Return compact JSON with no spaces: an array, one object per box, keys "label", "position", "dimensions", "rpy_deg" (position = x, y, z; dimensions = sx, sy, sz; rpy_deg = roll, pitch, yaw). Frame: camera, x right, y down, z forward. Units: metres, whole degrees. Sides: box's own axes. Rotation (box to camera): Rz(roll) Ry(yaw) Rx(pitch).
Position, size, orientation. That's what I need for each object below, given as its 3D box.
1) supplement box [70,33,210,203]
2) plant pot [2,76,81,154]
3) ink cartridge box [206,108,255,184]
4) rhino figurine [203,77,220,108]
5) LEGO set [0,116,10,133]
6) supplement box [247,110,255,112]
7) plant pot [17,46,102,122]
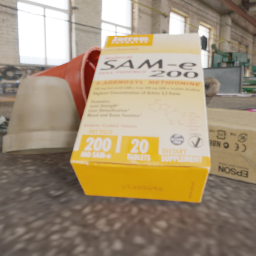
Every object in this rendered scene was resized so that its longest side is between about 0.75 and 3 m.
[{"label":"supplement box","position":[0.311,-0.339,4.640],"dimensions":[1.788,1.043,2.837],"rpy_deg":[1,51,8]},{"label":"plant pot","position":[-1.533,-0.204,5.186],"dimensions":[1.489,1.292,1.489],"rpy_deg":[-5,-8,-1]},{"label":"ink cartridge box","position":[2.109,0.221,6.337],"dimensions":[2.821,1.059,2.324],"rpy_deg":[9,13,40]},{"label":"rhino figurine","position":[2.657,-1.115,10.245],"dimensions":[1.065,0.728,2.436],"rpy_deg":[-14,-16,0]},{"label":"LEGO set","position":[-4.378,0.000,9.486],"dimensions":[1.896,0.828,2.920],"rpy_deg":[5,-3,20]},{"label":"supplement box","position":[4.362,0.022,7.986],"dimensions":[0.979,0.959,1.895],"rpy_deg":[-2,9,-15]},{"label":"plant pot","position":[-1.829,-0.920,8.897],"dimensions":[2.635,2.710,2.710],"rpy_deg":[-8,6,23]}]
